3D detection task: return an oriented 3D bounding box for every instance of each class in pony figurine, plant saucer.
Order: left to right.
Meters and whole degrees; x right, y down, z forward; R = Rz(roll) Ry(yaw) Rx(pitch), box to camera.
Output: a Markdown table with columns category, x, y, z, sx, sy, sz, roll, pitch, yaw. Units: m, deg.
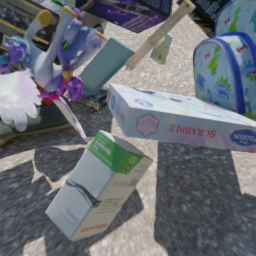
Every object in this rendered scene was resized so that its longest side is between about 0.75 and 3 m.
| category | x | y | z | sx | sy | sz | roll | pitch | yaw |
| --- | --- | --- | --- | --- | --- | --- | --- | --- | --- |
| pony figurine | -1.460 | -0.929 | 5.043 | 2.348 | 1.955 | 2.266 | -52 | 53 | 7 |
| plant saucer | -0.577 | -1.311 | 6.111 | 0.611 | 1.749 | 0.166 | 25 | 54 | -26 |

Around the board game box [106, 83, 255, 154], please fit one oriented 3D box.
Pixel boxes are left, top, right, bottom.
| category | x | y | z | sx | sy | sz | roll | pitch | yaw |
| --- | --- | --- | --- | --- | --- | --- | --- | --- | --- |
| board game box | 0.742 | -0.225 | 4.438 | 1.967 | 0.406 | 1.972 | 8 | 15 | -13 |

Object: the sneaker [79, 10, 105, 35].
| category | x | y | z | sx | sy | sz | roll | pitch | yaw |
| --- | --- | --- | --- | --- | --- | --- | --- | --- | --- |
| sneaker | -1.334 | -2.544 | 8.160 | 1.073 | 1.858 | 0.697 | 33 | 22 | -26 |

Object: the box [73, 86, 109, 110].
| category | x | y | z | sx | sy | sz | roll | pitch | yaw |
| --- | --- | --- | --- | --- | --- | --- | --- | --- | --- |
| box | -1.255 | -1.189 | 10.004 | 1.311 | 0.326 | 1.034 | 22 | 43 | 25 |

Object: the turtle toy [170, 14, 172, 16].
| category | x | y | z | sx | sy | sz | roll | pitch | yaw |
| --- | --- | --- | --- | --- | --- | --- | --- | --- | --- |
| turtle toy | 0.908 | -4.299 | 10.121 | 1.465 | 1.067 | 0.740 | -21 | 28 | -10 |

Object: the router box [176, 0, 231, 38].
| category | x | y | z | sx | sy | sz | roll | pitch | yaw |
| --- | --- | --- | --- | --- | --- | --- | --- | --- | --- |
| router box | 2.415 | -3.060 | 7.828 | 2.143 | 0.734 | 2.873 | 41 | 19 | -12 |

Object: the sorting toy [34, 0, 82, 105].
| category | x | y | z | sx | sy | sz | roll | pitch | yaw |
| --- | --- | --- | --- | --- | --- | --- | --- | --- | --- |
| sorting toy | -1.839 | -2.013 | 6.694 | 0.994 | 0.987 | 2.866 | -13 | 58 | 37 |

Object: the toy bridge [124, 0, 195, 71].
| category | x | y | z | sx | sy | sz | roll | pitch | yaw |
| --- | --- | --- | --- | --- | --- | --- | --- | --- | --- |
| toy bridge | 0.475 | -1.547 | 4.907 | 0.219 | 1.607 | 0.540 | 46 | 31 | -6 |

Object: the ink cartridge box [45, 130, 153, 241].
| category | x | y | z | sx | sy | sz | roll | pitch | yaw |
| --- | --- | --- | --- | --- | --- | --- | --- | --- | --- |
| ink cartridge box | -0.402 | 0.886 | 4.338 | 0.625 | 1.084 | 1.486 | 36 | 93 | 26 |

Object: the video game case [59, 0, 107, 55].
| category | x | y | z | sx | sy | sz | roll | pitch | yaw |
| --- | --- | --- | --- | --- | --- | --- | --- | --- | --- |
| video game case | -1.585 | -3.460 | 9.206 | 1.699 | 1.549 | 0.187 | 34 | 46 | 1 |

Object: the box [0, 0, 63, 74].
| category | x | y | z | sx | sy | sz | roll | pitch | yaw |
| --- | --- | --- | --- | --- | --- | --- | --- | --- | --- |
| box | -2.823 | -2.293 | 6.331 | 2.375 | 1.915 | 0.583 | 24 | 37 | -10 |

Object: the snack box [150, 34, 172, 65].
| category | x | y | z | sx | sy | sz | roll | pitch | yaw |
| --- | --- | --- | --- | --- | --- | --- | --- | --- | --- |
| snack box | 1.170 | -2.814 | 9.827 | 0.606 | 1.042 | 0.193 | 21 | -6 | -39 |

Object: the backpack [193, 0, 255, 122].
| category | x | y | z | sx | sy | sz | roll | pitch | yaw |
| --- | --- | --- | --- | --- | --- | --- | --- | --- | --- |
| backpack | 2.489 | -1.130 | 5.532 | 2.046 | 2.784 | 2.548 | -8 | 14 | -6 |

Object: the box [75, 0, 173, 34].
| category | x | y | z | sx | sy | sz | roll | pitch | yaw |
| --- | --- | --- | --- | --- | --- | --- | --- | --- | --- |
| box | -0.093 | -3.417 | 7.134 | 2.068 | 1.079 | 1.530 | 11 | -4 | -30 |

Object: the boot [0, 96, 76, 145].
| category | x | y | z | sx | sy | sz | roll | pitch | yaw |
| --- | --- | --- | --- | --- | --- | --- | --- | --- | --- |
| boot | -3.260 | -0.551 | 8.696 | 2.705 | 0.982 | 2.460 | -26 | 59 | -19 |
